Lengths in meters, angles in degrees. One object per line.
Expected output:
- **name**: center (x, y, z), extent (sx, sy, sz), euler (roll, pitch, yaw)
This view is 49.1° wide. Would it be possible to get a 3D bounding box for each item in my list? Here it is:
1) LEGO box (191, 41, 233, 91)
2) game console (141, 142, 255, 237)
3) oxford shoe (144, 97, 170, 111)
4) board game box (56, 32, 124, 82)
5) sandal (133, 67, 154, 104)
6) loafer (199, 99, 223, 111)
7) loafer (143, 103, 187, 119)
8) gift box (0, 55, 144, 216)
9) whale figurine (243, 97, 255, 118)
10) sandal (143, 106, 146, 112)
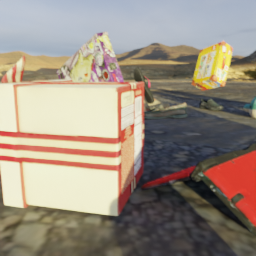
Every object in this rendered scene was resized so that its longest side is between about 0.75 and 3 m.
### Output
- **LEGO box**: center (3.009, -2.197, 10.071), extent (0.571, 1.481, 1.103), euler (23, -13, -27)
- **game console**: center (1.653, 0.953, 4.259), extent (2.153, 1.278, 1.856), euler (-10, 47, -39)
- **oxford shoe**: center (1.011, -1.186, 13.061), extent (2.008, 0.751, 0.707), euler (7, 14, 28)
- **board game box**: center (-1.023, -1.162, 7.133), extent (0.416, 1.545, 2.575), euler (-26, 5, -34)
- **sandal**: center (0.751, -1.890, 12.443), extent (0.388, 1.721, 0.646), euler (-31, 9, -24)
- **loafer**: center (3.905, -1.103, 13.274), extent (0.486, 0.502, 1.431), euler (-6, 13, -26)
- **loafer**: center (1.418, -0.694, 11.103), extent (1.891, 0.595, 0.679), euler (-2, 12, -10)
- **gift box**: center (-0.850, -0.026, 4.460), extent (1.987, 2.128, 1.964), euler (2, 7, 14)
- **whale figurine**: center (5.437, -0.924, 11.200), extent (1.541, 1.005, 1.937), euler (3, 11, 12)
- **sandal**: center (0.504, -0.883, 12.124), extent (0.610, 0.547, 1.663), euler (1, 12, 6)
